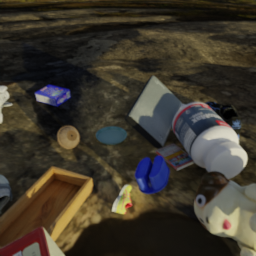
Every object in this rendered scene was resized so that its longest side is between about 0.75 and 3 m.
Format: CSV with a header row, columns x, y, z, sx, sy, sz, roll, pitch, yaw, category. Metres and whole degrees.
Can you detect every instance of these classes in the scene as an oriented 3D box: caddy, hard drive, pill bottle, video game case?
x,y,z,sx,sy,sz,roll,pitch,yaw,category
0.783,1.510,8.898,0.962,0.714,1.361,-12,27,25,caddy
1.073,-0.678,11.065,1.773,0.418,2.541,41,51,-14,hard drive
2.774,0.420,9.700,1.664,1.664,2.783,-8,33,-12,pill bottle
1.707,1.035,10.179,0.885,0.108,1.237,-18,36,-27,video game case

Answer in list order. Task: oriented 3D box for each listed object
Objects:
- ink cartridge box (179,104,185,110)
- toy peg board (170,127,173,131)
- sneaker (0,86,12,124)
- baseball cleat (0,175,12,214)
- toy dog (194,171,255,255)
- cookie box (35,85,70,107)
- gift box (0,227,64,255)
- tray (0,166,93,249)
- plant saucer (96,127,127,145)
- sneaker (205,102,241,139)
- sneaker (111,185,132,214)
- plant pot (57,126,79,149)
x,y,z,sx,sy,sz,roll,pitch,yaw,category
2.554,-0.771,12.729,0.865,0.358,0.634,11,36,6,ink cartridge box
1.470,-0.269,11.927,0.947,0.465,0.951,-16,35,-24,toy peg board
-5.991,-1.113,12.635,2.973,1.117,1.709,24,42,38,sneaker
-4.748,2.124,7.572,2.992,1.043,1.592,-19,36,-26,baseball cleat
3.151,1.981,6.919,2.958,2.064,2.868,4,31,11,toy dog
-3.762,-1.630,14.020,1.310,0.492,1.120,16,37,21,cookie box
-1.230,3.437,3.835,2.880,2.689,2.658,-24,35,-9,gift box
-2.348,2.322,7.735,1.472,0.553,2.985,12,33,20,tray
-0.671,0.333,11.247,1.246,0.171,1.246,1,32,0,plant saucer
4.008,-0.620,11.890,0.981,1.089,2.796,-6,33,-8,sneaker
-0.085,2.127,8.233,0.483,0.418,1.070,21,40,12,sneaker
-2.192,0.334,10.519,0.886,0.886,0.409,-27,6,-36,plant pot
